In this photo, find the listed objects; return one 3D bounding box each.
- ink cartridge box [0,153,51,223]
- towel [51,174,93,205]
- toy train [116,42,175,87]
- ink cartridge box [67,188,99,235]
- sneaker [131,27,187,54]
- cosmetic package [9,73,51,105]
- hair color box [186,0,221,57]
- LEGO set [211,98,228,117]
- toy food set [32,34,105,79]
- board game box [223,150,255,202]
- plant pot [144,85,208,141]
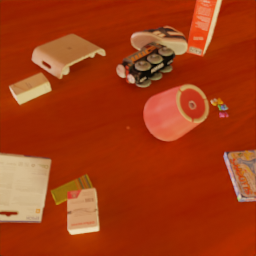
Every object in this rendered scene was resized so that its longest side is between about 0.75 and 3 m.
[{"bbox_3d":[-3.442,1.774,8.342,1.967,0.400,1.971,10,88,-23],"label":"ink cartridge box"},{"bbox_3d":[-1.841,2.003,9.195,1.281,0.116,0.551,-23,54,-17],"label":"towel"},{"bbox_3d":[0.816,-2.870,12.487,2.848,1.213,1.623,-36,51,-29],"label":"toy train"},{"bbox_3d":[-1.368,2.526,8.492,0.867,0.505,1.197,-6,54,-5],"label":"ink cartridge box"},{"bbox_3d":[1.483,-4.315,13.707,2.742,1.075,1.089,7,55,-9],"label":"sneaker"},{"bbox_3d":[-4.148,-1.683,11.904,1.479,0.540,0.766,-30,57,-23],"label":"cosmetic package"},{"bbox_3d":[3.562,-5.039,13.037,0.911,2.976,1.511,20,54,15],"label":"hair color box"},{"bbox_3d":[3.643,-0.878,11.356,0.412,0.383,1.003,-15,51,-12],"label":"LEGO set"},{"bbox_3d":[-2.763,-3.393,13.226,2.015,0.848,2.808,34,50,25],"label":"toy food set"},{"bbox_3d":[4.054,1.578,9.412,1.192,0.303,1.760,-4,51,-3],"label":"board game box"},{"bbox_3d":[1.751,-0.587,9.831,1.896,1.678,1.896,8,73,-25],"label":"plant pot"}]
